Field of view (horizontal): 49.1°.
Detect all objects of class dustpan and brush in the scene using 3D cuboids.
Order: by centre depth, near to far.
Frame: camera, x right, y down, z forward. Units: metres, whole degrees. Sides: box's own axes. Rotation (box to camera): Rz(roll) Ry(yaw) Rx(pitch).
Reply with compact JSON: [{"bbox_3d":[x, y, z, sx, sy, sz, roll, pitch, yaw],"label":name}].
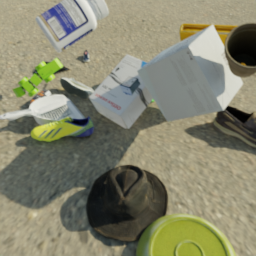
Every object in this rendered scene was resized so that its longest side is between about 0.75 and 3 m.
[{"bbox_3d":[-3.403,-0.595,10.972,2.999,0.858,2.093,-22,45,-24],"label":"dustpan and brush"}]

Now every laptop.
[{"bbox_3d":[-3.912,-2.901,14.309,1.167,0.680,1.317,28,22,28],"label":"laptop"}]

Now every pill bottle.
[{"bbox_3d":[-2.140,-4.289,11.035,2.571,1.539,1.539,-35,48,-5],"label":"pill bottle"},{"bbox_3d":[-3.769,-1.242,12.032,0.484,0.484,0.911,19,44,21],"label":"pill bottle"}]

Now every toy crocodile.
[{"bbox_3d":[-2.738,-1.482,8.446,1.724,0.582,0.532,-39,21,4],"label":"toy crocodile"}]

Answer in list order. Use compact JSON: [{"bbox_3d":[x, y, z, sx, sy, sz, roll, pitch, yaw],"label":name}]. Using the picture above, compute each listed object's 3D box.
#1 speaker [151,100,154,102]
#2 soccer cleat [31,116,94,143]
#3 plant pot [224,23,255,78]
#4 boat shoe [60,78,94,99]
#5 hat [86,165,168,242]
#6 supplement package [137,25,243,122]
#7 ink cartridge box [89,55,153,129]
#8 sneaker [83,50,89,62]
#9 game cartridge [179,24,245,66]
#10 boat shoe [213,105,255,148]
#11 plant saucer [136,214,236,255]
[{"bbox_3d":[0.449,-2.034,12.582,1.010,1.010,2.284,-28,48,-29],"label":"speaker"},{"bbox_3d":[-2.409,-0.043,10.243,2.294,0.960,0.742,-5,41,-5],"label":"soccer cleat"},{"bbox_3d":[3.149,-1.910,7.446,1.289,1.118,1.289,-3,74,9],"label":"plant pot"},{"bbox_3d":[-2.353,-1.837,12.672,1.686,0.621,0.541,25,40,21],"label":"boat shoe"},{"bbox_3d":[-0.005,1.807,8.011,2.630,1.061,2.630,1,40,-1],"label":"hat"},{"bbox_3d":[1.929,-1.603,8.868,2.199,2.103,1.617,-13,26,52],"label":"supplement package"},{"bbox_3d":[-0.024,-1.468,11.138,1.815,1.064,2.479,31,73,31],"label":"ink cartridge box"},{"bbox_3d":[-2.299,-3.942,15.284,0.346,0.390,0.923,-7,41,-8],"label":"sneaker"},{"bbox_3d":[3.144,-2.744,10.166,2.337,2.651,0.430,10,76,19],"label":"game cartridge"},{"bbox_3d":[4.508,-0.035,10.182,2.798,1.026,1.042,21,45,23],"label":"boat shoe"},{"bbox_3d":[1.466,3.156,6.818,2.545,0.395,2.545,1,42,-1],"label":"plant saucer"}]
